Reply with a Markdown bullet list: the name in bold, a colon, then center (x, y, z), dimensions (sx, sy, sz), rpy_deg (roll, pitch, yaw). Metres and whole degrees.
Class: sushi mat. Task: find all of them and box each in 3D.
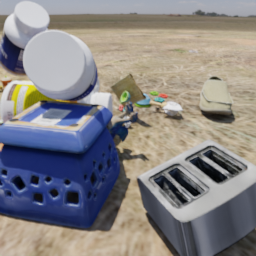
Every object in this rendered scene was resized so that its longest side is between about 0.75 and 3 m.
- **sushi mat**: center (-0.041, -1.244, 9.725), dimensions (0.122, 0.962, 2.011), rpy_deg (-35, 9, -20)

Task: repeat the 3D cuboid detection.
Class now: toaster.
- **toaster**: center (1.209, 1.189, 4.693), dimensions (1.641, 1.077, 1.815), rpy_deg (-25, 30, -14)

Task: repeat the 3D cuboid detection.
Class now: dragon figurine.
- **dragon figurine**: center (-0.308, 0.070, 7.321), dimensions (0.852, 1.714, 0.504), rpy_deg (-4, 48, -26)

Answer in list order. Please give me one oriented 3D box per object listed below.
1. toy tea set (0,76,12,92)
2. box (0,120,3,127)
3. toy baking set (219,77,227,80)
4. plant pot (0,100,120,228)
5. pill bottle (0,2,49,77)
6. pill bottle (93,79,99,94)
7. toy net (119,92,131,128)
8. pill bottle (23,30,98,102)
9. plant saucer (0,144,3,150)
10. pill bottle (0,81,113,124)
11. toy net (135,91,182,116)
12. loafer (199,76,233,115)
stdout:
- **toy tea set**: center (-5.393, -2.028, 12.991), dimensions (1.649, 0.610, 0.981), rpy_deg (6, 24, 13)
- **box**: center (-4.054, 0.017, 8.159), dimensions (0.936, 0.295, 1.700), rpy_deg (-6, 10, -3)
- **toy baking set**: center (5.038, -2.655, 15.105), dimensions (0.544, 0.082, 0.709), rpy_deg (-17, 28, -27)
- **plant pot**: center (-1.368, 0.534, 5.676), dimensions (2.031, 1.826, 2.032), rpy_deg (7, 24, 12)
- **pill bottle**: center (-2.418, -2.035, 6.527), dimensions (0.956, 0.956, 1.722), rpy_deg (-20, -12, -38)
- **pill bottle**: center (-1.875, -1.452, 9.711), dimensions (1.584, 0.898, 0.898), rpy_deg (-10, 18, 25)
- **toy net**: center (-0.148, -0.568, 9.310), dimensions (0.240, 1.243, 0.652), rpy_deg (22, -33, -38)
- **pill bottle**: center (-1.371, -1.259, 6.069), dimensions (1.344, 1.344, 2.322), rpy_deg (-1, 4, -3)
- **plant saucer**: center (-3.524, 0.639, 7.287), dimensions (2.086, 0.337, 2.086), rpy_deg (0, 23, 0)
- **pill bottle**: center (-2.006, -0.518, 8.300), dimensions (2.978, 1.627, 1.627), rpy_deg (4, 24, 4)
- **toy net**: center (1.288, -0.882, 10.690), dimensions (1.188, 0.437, 2.265), rpy_deg (-13, 29, -34)
- **loafer**: center (3.256, -1.286, 10.569), dimensions (1.092, 0.985, 2.885), rpy_deg (5, 23, 3)
